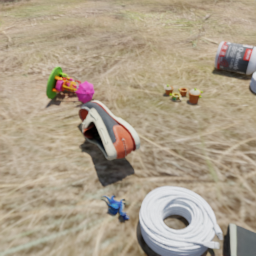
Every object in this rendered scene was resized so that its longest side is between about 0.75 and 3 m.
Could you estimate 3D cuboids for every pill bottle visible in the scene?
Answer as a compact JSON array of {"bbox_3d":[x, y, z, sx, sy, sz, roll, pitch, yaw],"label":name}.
[{"bbox_3d":[4.941,-2.993,12.188,2.062,1.195,1.195,17,39,22],"label":"pill bottle"}]

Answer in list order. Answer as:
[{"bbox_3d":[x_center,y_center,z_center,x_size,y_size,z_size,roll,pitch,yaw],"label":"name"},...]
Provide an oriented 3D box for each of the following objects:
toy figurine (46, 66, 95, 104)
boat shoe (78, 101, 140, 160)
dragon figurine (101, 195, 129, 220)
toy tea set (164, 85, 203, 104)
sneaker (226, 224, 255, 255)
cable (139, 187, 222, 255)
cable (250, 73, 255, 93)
[{"bbox_3d":[-1.986,-1.459,10.458,1.542,1.258,1.675,19,13,3],"label":"toy figurine"},{"bbox_3d":[-0.825,0.030,7.955,0.926,1.054,2.961,-26,34,-22],"label":"boat shoe"},{"bbox_3d":[-0.327,1.781,6.377,0.873,0.257,0.434,17,39,20],"label":"dragon figurine"},{"bbox_3d":[2.065,-1.376,10.495,1.482,0.549,0.881,7,36,9],"label":"toy tea set"},{"bbox_3d":[2.273,2.513,5.014,0.919,0.647,1.730,7,35,14],"label":"sneaker"},{"bbox_3d":[1.029,1.952,5.902,1.586,0.549,1.586,-1,35,1],"label":"cable"},{"bbox_3d":[5.675,-1.728,10.959,1.653,0.572,1.653,12,38,16],"label":"cable"}]
